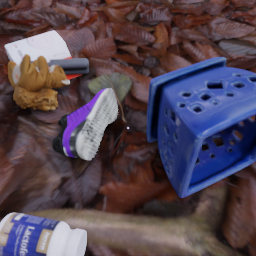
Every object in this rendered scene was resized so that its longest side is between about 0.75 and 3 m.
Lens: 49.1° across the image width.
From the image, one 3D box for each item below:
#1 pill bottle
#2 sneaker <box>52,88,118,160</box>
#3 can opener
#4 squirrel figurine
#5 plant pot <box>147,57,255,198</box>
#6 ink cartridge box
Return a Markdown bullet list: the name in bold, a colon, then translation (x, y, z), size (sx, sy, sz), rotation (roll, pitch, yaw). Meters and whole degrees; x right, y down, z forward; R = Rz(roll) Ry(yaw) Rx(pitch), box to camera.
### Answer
- **pill bottle**: translation (-1.657, 2.220, 5.406), size (1.574, 0.911, 0.911), rotation (8, 49, 7)
- **sneaker**: translation (-1.208, -0.243, 7.577), size (1.299, 0.908, 2.611), rotation (-1, 38, 23)
- **can opener**: translation (-2.363, -1.822, 9.132), size (2.177, 0.581, 0.728), rotation (-5, 61, -8)
- **squirrel figurine**: translation (-2.558, -1.264, 8.331), size (1.549, 1.174, 1.660), rotation (3, 79, -46)
- **plant pot**: translation (1.739, -0.177, 6.527), size (2.381, 2.380, 2.140), rotation (-22, 51, -17)
- **ink cartridge box**: translation (-2.940, -2.388, 9.688), size (1.923, 0.675, 2.366), rotation (-25, 49, -21)
